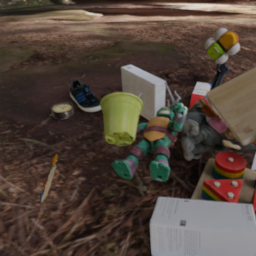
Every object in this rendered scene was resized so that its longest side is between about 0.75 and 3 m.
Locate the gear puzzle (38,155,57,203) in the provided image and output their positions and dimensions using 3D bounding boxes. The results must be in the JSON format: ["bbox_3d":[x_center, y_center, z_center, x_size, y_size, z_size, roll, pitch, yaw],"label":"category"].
[{"bbox_3d":[-2.105,1.293,7.388,0.164,1.255,0.650,18,2,-4],"label":"gear puzzle"}]

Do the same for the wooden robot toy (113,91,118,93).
[{"bbox_3d":[-0.413,-1.265,14.070,0.907,0.881,2.000,13,34,0],"label":"wooden robot toy"}]

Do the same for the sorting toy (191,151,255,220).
[{"bbox_3d":[3.641,1.955,8.732,2.875,1.007,2.893,15,36,23],"label":"sorting toy"}]

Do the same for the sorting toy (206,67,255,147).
[{"bbox_3d":[3.244,-0.548,6.746,1.992,0.693,1.980,-27,39,9],"label":"sorting toy"}]

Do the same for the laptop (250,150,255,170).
[{"bbox_3d":[3.208,0.549,5.768,0.989,0.926,0.573,1,18,-19],"label":"laptop"}]

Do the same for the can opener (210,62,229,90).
[{"bbox_3d":[3.628,-2.005,11.329,0.608,0.490,1.547,32,69,-12],"label":"can opener"}]

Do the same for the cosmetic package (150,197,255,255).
[{"bbox_3d":[1.900,2.581,7.113,2.495,1.012,1.408,-1,14,15],"label":"cosmetic package"}]

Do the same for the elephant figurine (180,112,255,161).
[{"bbox_3d":[3.399,0.190,10.236,2.881,2.235,2.039,-9,-8,13],"label":"elephant figurine"}]

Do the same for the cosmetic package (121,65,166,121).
[{"bbox_3d":[0.679,-1.667,13.500,0.692,2.019,2.678,-20,38,-29],"label":"cosmetic package"}]

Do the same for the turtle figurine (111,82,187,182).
[{"bbox_3d":[0.675,0.043,7.055,2.036,1.369,2.719,-18,36,37],"label":"turtle figurine"}]

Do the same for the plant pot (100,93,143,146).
[{"bbox_3d":[-0.177,-0.141,6.627,1.054,1.054,0.969,1,59,2],"label":"plant pot"}]

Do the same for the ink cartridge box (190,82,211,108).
[{"bbox_3d":[3.973,-1.534,14.469,1.281,0.741,2.205,11,35,17],"label":"ink cartridge box"}]

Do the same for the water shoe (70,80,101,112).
[{"bbox_3d":[-2.288,-1.676,14.407,0.954,1.053,2.668,-24,39,-32],"label":"water shoe"}]

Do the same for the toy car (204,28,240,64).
[{"bbox_3d":[3.294,-2.852,9.703,0.969,1.107,0.830,53,43,4],"label":"toy car"}]

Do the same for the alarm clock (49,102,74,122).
[{"bbox_3d":[-3.133,-0.879,13.663,1.055,0.520,1.564,5,35,8],"label":"alarm clock"}]

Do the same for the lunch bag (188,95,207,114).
[{"bbox_3d":[3.533,-0.608,12.016,1.503,1.809,2.157,24,40,33],"label":"lunch bag"}]

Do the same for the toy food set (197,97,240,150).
[{"bbox_3d":[2.549,-0.274,7.907,1.202,0.298,1.892,14,41,-41],"label":"toy food set"}]
